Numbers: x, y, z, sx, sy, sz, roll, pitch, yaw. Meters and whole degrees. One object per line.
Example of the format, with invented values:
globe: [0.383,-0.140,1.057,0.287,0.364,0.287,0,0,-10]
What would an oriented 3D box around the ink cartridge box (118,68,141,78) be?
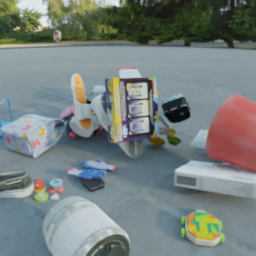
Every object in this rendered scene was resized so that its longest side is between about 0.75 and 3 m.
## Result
ink cartridge box: [0.054,-2.101,15.509,1.136,2.000,2.744,-2,22,-4]

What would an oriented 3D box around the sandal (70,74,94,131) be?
sandal: [-1.563,-0.904,10.026,0.596,2.081,0.797,-5,11,29]

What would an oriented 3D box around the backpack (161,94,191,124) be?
backpack: [1.630,-0.604,9.397,0.887,1.000,0.753,-20,52,18]

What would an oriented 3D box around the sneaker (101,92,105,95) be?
sneaker: [-0.739,-1.222,10.852,0.598,1.508,0.568,28,-16,-34]

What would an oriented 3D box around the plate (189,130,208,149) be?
plate: [2.962,0.378,10.264,1.154,0.186,1.151,5,32,36]

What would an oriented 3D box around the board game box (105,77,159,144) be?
board game box: [0.151,-0.615,9.192,1.697,2.053,0.582,-6,8,-27]

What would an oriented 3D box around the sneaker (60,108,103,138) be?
sneaker: [-1.454,-0.166,12.351,2.902,1.147,1.384,-7,48,-22]

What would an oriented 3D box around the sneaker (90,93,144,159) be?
sneaker: [-0.352,-0.076,9.957,0.944,2.684,1.076,-43,22,-30]

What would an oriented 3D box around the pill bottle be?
pill bottle: [-1.454,-0.659,11.394,1.144,1.144,2.011,12,54,28]

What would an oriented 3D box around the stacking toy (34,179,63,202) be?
stacking toy: [-2.333,1.744,8.103,0.863,0.364,0.781,-4,22,-9]

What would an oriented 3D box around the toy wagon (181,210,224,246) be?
toy wagon: [1.776,2.335,6.783,0.962,0.245,1.240,4,22,9]

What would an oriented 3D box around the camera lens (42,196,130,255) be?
camera lens: [-0.846,2.254,5.582,1.278,1.278,1.598,-16,27,-35]

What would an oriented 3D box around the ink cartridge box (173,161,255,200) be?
ink cartridge box: [2.695,1.462,8.336,2.236,0.487,1.941,5,4,26]

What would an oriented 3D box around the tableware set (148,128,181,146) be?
tableware set: [0.806,0.188,10.761,2.331,1.570,0.358,4,62,31]

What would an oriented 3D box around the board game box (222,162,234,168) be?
board game box: [3.414,1.463,8.949,1.049,0.254,1.386,18,29,37]

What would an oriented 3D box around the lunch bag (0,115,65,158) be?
lunch bag: [-3.582,0.193,10.914,1.609,1.206,1.897,10,34,28]

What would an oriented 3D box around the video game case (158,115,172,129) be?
video game case: [1.269,-0.201,9.780,0.066,0.539,0.754,-41,-4,-4]

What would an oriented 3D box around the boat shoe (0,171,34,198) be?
boat shoe: [-3.898,1.546,7.980,2.296,0.814,0.828,-4,22,-10]

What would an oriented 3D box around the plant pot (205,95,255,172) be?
plant pot: [3.677,0.322,8.261,1.902,2.150,2.150,27,34,37]

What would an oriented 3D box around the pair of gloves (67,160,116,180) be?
pair of gloves: [-1.133,1.317,9.078,1.249,0.177,1.554,5,13,20]

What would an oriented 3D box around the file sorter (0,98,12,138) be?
file sorter: [-6.424,-0.450,12.194,2.305,1.414,1.599,-2,23,-6]

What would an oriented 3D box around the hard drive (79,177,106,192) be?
hard drive: [-1.107,1.653,8.574,0.579,0.182,0.859,-14,26,-31]
